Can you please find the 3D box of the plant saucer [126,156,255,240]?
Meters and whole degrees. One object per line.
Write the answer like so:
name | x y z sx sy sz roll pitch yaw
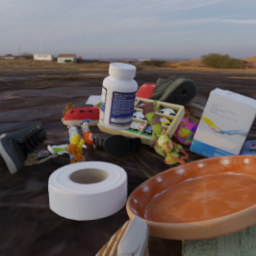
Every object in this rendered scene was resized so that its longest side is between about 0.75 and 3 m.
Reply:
plant saucer | 1.267 1.114 4.734 2.618 0.423 2.618 -16 7 2

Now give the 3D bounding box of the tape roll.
tape roll | -0.778 1.175 5.504 1.516 0.530 1.516 1 15 0

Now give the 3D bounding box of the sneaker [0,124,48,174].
sneaker | -2.609 0.376 7.115 1.134 0.798 2.134 -24 22 -15

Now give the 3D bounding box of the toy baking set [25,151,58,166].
toy baking set | -2.649 0.800 7.674 1.299 0.151 0.997 0 15 -1

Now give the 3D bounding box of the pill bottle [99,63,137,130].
pill bottle | -0.217 -0.762 6.754 0.824 1.484 0.824 7 24 -3

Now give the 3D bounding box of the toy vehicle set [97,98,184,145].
toy vehicle set | 0.382 -0.275 8.895 2.397 0.318 1.490 15 56 31

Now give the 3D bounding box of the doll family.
doll family | -1.329 0.480 7.004 0.685 0.944 1.520 -5 -19 -25

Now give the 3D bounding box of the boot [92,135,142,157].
boot | -0.585 0.457 8.062 1.479 0.588 1.699 4 -2 35

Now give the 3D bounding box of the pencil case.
pencil case | 1.803 -0.035 9.655 0.822 0.822 1.861 -1 16 -5

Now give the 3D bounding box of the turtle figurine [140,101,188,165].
turtle figurine | 0.836 0.245 6.886 0.666 1.667 2.067 -27 -16 15

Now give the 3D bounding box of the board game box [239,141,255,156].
board game box | 3.751 0.770 6.922 1.911 0.589 1.910 8 16 26

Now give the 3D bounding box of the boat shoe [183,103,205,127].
boat shoe | 2.576 -0.346 10.439 2.304 0.827 0.872 15 -20 30

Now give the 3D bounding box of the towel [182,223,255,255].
towel | 1.417 1.649 4.118 1.271 0.313 1.713 3 15 15

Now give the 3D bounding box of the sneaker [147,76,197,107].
sneaker | 1.080 -0.879 10.207 2.833 1.083 1.623 -40 18 12

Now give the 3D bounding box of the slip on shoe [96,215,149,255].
slip on shoe | -0.106 1.804 2.704 0.812 1.019 2.681 42 11 3

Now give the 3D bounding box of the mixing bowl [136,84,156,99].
mixing bowl | 1.284 -1.323 12.620 2.362 1.279 2.362 2 8 0

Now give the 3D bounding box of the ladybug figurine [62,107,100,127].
ladybug figurine | -1.755 -0.460 11.436 1.875 0.674 1.272 -6 16 -20

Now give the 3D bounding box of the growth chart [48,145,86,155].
growth chart | -1.842 0.606 8.496 1.171 0.104 0.847 -8 17 -33

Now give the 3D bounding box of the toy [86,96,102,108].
toy | -1.314 -1.225 14.502 1.509 0.619 2.621 2 12 -2

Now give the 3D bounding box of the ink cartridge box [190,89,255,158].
ink cartridge box | 2.586 -0.070 7.523 1.201 1.660 1.222 22 21 18

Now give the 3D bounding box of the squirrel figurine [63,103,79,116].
squirrel figurine | -2.622 -0.741 13.087 0.740 0.561 0.793 19 36 26
